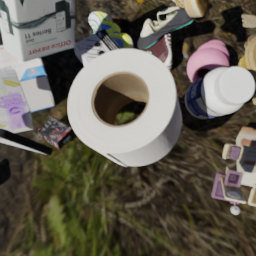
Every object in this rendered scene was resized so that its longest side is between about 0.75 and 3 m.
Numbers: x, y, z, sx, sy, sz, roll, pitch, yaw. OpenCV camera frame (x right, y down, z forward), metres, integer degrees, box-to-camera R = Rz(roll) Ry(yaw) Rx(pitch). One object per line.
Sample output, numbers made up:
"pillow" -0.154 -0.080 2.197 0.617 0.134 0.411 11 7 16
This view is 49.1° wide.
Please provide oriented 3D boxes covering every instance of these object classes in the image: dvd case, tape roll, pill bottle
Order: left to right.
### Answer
"dvd case" -2.267 0.110 4.677 1.676 1.196 0.147 11 77 23
"tape roll" 0.007 -0.307 5.196 1.896 1.302 1.896 -4 73 14
"pill bottle" 1.951 -0.747 6.124 0.969 1.746 0.969 0 86 -6

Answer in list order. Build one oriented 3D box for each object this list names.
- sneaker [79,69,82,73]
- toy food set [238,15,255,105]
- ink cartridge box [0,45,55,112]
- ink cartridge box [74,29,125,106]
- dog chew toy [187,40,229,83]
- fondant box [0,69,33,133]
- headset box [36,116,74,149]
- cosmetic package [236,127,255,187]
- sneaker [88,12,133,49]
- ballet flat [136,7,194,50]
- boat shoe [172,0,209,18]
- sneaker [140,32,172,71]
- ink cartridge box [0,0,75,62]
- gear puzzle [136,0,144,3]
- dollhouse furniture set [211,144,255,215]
"sneaker" -1.746 -1.967 10.724 0.322 0.294 0.796 -24 54 -14
"toy food set" 3.388 -1.568 6.824 1.558 0.453 2.257 2 77 -13
"ink cartridge box" -3.699 -1.879 9.854 1.542 1.502 2.399 -16 53 -13
"ink cartridge box" -0.638 -2.190 10.187 1.385 0.651 2.947 -32 70 -15
"dog chew toy" 3.095 -2.516 10.500 1.473 1.473 2.366 18 46 14
"fondant box" -3.165 -0.615 6.604 1.362 0.550 1.888 -13 48 -26
"headset box" -2.278 0.169 8.946 0.989 0.371 0.735 28 56 20
"cosmetic package" 3.683 0.842 8.192 0.841 0.709 1.626 9 52 7
"sneaker" -1.122 -3.885 11.760 1.466 1.057 2.791 -34 60 -24
"ballet flat" 1.243 -4.046 11.108 2.706 0.988 0.988 -22 43 31
"boat shoe" 1.716 -3.979 8.167 0.961 1.025 2.779 -17 43 28
"sneaker" 1.043 -3.298 11.414 1.378 0.903 2.386 -1 52 3
"ink cartridge box" -2.671 -3.584 8.243 1.152 2.772 2.032 38 49 28
"gear puzzle" 0.318 -4.764 8.849 0.807 1.557 0.204 19 46 40
"dollhouse furniture set" 2.452 1.108 5.050 1.570 1.244 1.114 11 15 9
